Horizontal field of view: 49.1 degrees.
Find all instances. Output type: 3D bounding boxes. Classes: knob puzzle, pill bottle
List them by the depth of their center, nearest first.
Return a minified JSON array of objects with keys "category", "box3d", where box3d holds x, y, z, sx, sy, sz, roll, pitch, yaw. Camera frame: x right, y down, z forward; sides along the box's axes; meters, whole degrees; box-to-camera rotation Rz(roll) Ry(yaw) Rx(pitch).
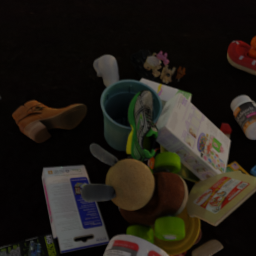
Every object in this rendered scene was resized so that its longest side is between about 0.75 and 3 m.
[{"category":"pill bottle","box3d":[-0.218,3.939,5.756,1.668,1.668,2.929,16,46,16]},{"category":"knob puzzle","box3d":[2.237,1.703,7.030,1.993,0.276,1.993,-31,11,7]},{"category":"pill bottle","box3d":[4.698,-0.438,10.861,0.985,0.985,1.693,-6,44,-6]}]

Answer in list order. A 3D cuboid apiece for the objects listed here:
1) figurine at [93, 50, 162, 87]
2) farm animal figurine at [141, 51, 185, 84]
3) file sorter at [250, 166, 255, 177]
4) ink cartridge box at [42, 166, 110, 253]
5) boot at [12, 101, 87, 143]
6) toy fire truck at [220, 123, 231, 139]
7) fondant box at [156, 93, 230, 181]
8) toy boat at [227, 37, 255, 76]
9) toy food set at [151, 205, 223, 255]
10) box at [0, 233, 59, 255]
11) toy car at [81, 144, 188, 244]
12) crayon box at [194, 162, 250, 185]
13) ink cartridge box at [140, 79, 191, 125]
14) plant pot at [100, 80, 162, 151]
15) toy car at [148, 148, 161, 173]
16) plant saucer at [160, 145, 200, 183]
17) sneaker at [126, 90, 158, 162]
[{"category":"figurine","box3d":[0.069,-2.164,12.647,2.894,1.246,2.823,-10,49,-10]},{"category":"farm animal figurine","box3d":[1.421,-2.394,11.762,1.453,1.799,0.905,18,85,54]},{"category":"file sorter","box3d":[5.488,1.265,8.750,1.625,1.437,2.342,-30,50,-28]},{"category":"ink cartridge box","box3d":[-1.601,2.271,8.111,1.339,0.524,2.827,0,38,-27]},{"category":"boot","box3d":[-3.142,-0.601,11.119,2.570,0.947,1.988,-30,46,-31]},{"category":"toy fire truck","box3d":[3.139,0.565,10.201,1.290,0.446,1.829,5,44,5]},{"category":"fondant box","box3d":[2.014,0.327,8.649,2.428,0.707,1.751,40,45,-10]},{"category":"toy boat","box3d":[6.255,-3.757,13.860,2.567,1.678,1.675,32,52,29]},{"category":"toy food set","box3d":[1.245,2.709,7.767,1.548,0.860,2.632,-39,47,0]},{"category":"box","box3d":[-2.484,3.592,6.646,1.819,0.448,1.884,-6,35,-27]},{"category":"toy car","box3d":[-0.026,1.483,6.854,2.567,2.025,2.108,29,47,-31]},{"category":"crayon box","box3d":[3.057,1.881,8.774,1.717,0.443,1.079,-23,51,-20]},{"category":"ink cartridge box","box3d":[1.032,-0.943,10.987,2.593,1.518,0.873,22,52,21]},{"category":"plant pot","box3d":[-0.024,-0.273,9.756,2.008,1.967,2.008,5,57,-7]},{"category":"toy car","box3d":[0.357,1.304,9.072,2.227,1.093,0.741,-13,13,-23]},{"category":"plant saucer","box3d":[1.611,0.840,9.096,1.776,0.425,1.774,26,53,-37]},{"category":"sneaker","box3d":[0.522,-0.070,7.819,0.803,0.877,2.058,10,77,-40]}]
